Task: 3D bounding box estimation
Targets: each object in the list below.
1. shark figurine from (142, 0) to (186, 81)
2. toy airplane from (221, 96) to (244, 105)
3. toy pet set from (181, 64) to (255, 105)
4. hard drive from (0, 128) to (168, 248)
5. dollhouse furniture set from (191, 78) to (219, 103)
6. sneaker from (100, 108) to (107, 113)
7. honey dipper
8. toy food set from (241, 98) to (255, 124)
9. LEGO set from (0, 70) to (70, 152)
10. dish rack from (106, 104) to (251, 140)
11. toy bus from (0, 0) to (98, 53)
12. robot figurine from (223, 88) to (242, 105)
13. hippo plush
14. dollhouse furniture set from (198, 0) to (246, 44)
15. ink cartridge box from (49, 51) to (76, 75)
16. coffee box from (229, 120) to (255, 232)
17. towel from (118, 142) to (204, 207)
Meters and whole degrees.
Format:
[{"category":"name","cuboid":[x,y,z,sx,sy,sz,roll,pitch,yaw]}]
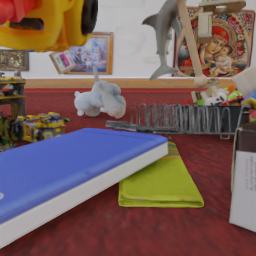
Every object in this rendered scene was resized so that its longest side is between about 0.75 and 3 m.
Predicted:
[{"category":"shark figurine","cuboid":[1.051,-3.237,9.621,1.219,2.921,1.745,-1,29,-16]},{"category":"toy airplane","cuboid":[4.175,-0.992,10.369,2.283,0.420,2.283,-22,-5,-2]},{"category":"toy pet set","cuboid":[3.592,-0.787,9.319,2.677,1.522,2.867,-32,-9,34]},{"category":"hard drive","cuboid":[-0.996,0.523,3.976,1.916,0.368,2.904,6,15,37]},{"category":"dollhouse furniture set","cuboid":[3.609,-1.601,12.820,0.777,1.025,1.170,-5,-13,-28]},{"category":"sneaker","cuboid":[-1.055,-1.069,10.660,1.900,0.831,0.701,10,16,40]},{"category":"honey dipper","cuboid":[1.261,-2.072,5.830,0.510,2.685,0.510,-19,23,9]},{"category":"toy food set","cuboid":[2.684,-0.045,6.041,0.538,0.969,1.647,-19,14,10]},{"category":"LEGO set","cuboid":[-2.687,-0.335,5.259,2.931,1.698,2.254,-11,16,-40]},{"category":"dish rack","cuboid":[0.961,-0.186,6.016,2.724,0.743,2.090,1,2,-31]},{"category":"toy bus","cuboid":[-1.688,-2.262,4.640,2.004,2.953,2.835,7,48,1]},{"category":"robot figurine","cuboid":[4.344,-1.288,11.871,0.999,0.659,1.139,-5,29,-23]},{"category":"hippo plush","cuboid":[-1.005,-0.779,9.058,1.397,1.384,1.738,-26,-24,19]},{"category":"dollhouse furniture set","cuboid":[2.813,-3.525,8.423,1.243,2.236,1.978,1,-2,17]},{"category":"ink cartridge box","cuboid":[-2.486,-2.544,10.610,0.693,0.841,0.316,-35,22,-25]},{"category":"coffee box","cuboid":[2.537,0.579,2.524,2.712,1.082,1.533,11,16,40]},{"category":"towel","cuboid":[0.406,0.594,4.503,1.054,0.221,2.449,-1,13,1]}]
